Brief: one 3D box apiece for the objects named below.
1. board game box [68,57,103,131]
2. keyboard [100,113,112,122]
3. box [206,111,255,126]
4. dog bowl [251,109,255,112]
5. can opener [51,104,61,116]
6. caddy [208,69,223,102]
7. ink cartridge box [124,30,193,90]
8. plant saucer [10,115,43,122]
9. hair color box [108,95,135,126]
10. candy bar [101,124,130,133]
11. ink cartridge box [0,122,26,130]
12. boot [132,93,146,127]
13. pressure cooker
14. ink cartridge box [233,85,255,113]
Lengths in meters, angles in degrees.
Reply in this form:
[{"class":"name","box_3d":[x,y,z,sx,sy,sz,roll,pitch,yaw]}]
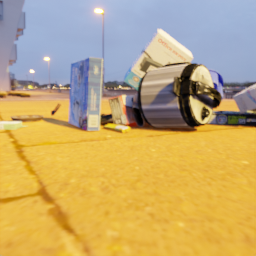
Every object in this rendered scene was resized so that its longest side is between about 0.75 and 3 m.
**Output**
[{"class":"board game box","box_3d":[-1.870,-1.411,11.783,0.601,2.770,2.757,1,6,-25]},{"class":"keyboard","box_3d":[-0.978,-0.660,13.423,1.357,0.517,2.607,-15,4,24]},{"class":"box","box_3d":[4.869,-0.496,13.406,2.445,0.541,1.959,2,8,16]},{"class":"dog bowl","box_3d":[7.359,-1.121,14.435,2.647,0.976,2.647,10,1,0]},{"class":"can opener","box_3d":[-3.898,-0.987,15.161,0.311,0.791,0.251,41,2,42]},{"class":"caddy","box_3d":[3.498,-1.845,13.977,2.551,1.804,1.339,-20,39,22]},{"class":"ink cartridge box","box_3d":[1.348,-2.805,12.875,1.945,2.690,1.133,33,25,-11]},{"class":"plant saucer","box_3d":[-5.161,-0.477,14.328,1.625,0.261,1.625,-1,7,0]},{"class":"hair color box","box_3d":[-0.008,-0.805,12.599,0.718,1.245,2.246,-12,3,24]},{"class":"candy bar","box_3d":[-0.496,0.004,10.917,0.411,0.183,1.648,-23,19,-31]},{"class":"ink cartridge box","box_3d":[-4.859,-0.129,11.766,0.859,0.283,1.181,0,10,5]},{"class":"boot","box_3d":[0.824,-0.642,12.464,0.795,2.264,1.655,-9,38,33]},{"class":"pressure cooker","box_3d":[2.132,-1.206,10.968,2.866,2.560,2.521,1,34,39]},{"class":"ink cartridge box","box_3d":[5.764,-1.484,11.744,1.542,0.876,2.117,-27,0,-25]}]
